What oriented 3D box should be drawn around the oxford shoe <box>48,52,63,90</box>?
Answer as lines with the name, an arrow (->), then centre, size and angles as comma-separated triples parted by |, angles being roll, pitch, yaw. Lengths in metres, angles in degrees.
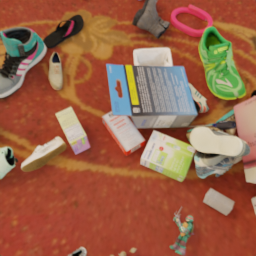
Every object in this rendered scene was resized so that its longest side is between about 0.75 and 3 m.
oxford shoe -> -2.617, -2.051, 10.059 | 0.500, 0.521, 1.413 | -7, 72, -21

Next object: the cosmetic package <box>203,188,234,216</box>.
cosmetic package -> 2.642, 2.163, 8.184 | 0.769, 0.411, 0.347 | 29, 46, 11

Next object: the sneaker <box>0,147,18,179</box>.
sneaker -> -4.047, 0.658, 8.613 | 1.051, 0.655, 1.781 | -33, 75, 13

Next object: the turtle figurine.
turtle figurine -> 1.511, 2.814, 7.701 | 0.589, 0.876, 1.170 | 17, 80, 4

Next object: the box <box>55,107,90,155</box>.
box -> -1.735, 0.101, 8.861 | 0.548, 0.997, 1.134 | -26, 68, -11

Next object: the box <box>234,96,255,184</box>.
box -> 4.154, 0.303, 7.907 | 1.308, 1.535, 2.401 | 14, 63, -29

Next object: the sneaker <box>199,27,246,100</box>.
sneaker -> 3.140, -2.262, 9.762 | 1.107, 1.248, 2.988 | -19, 63, 7

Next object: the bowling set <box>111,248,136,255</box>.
bowling set -> -0.091, 3.592, 7.491 | 0.834, 0.447, 0.580 | -21, 68, -4

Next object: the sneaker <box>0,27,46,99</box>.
sneaker -> -3.995, -2.421, 9.654 | 1.152, 1.664, 2.755 | 26, 70, 13

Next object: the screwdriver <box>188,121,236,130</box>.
screwdriver -> 2.466, -0.091, 8.468 | 0.270, 1.933, 0.281 | 35, 78, -22

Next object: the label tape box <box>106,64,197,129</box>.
label tape box -> 0.652, -1.032, 9.157 | 2.723, 0.862, 1.963 | -1, 62, -14

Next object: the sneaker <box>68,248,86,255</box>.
sneaker -> -1.562, 3.545, 7.518 | 0.910, 0.526, 0.342 | -38, 71, -16

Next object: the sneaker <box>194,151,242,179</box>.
sneaker -> 2.849, 1.010, 8.666 | 1.993, 0.860, 0.773 | -9, 24, -23

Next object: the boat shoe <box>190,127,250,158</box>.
boat shoe -> 2.549, 0.440, 7.972 | 0.611, 1.979, 0.720 | 15, 91, -29

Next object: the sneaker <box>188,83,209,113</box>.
sneaker -> 2.374, -1.022, 9.770 | 0.590, 0.444, 1.261 | -1, 53, -29

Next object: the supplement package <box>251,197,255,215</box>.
supplement package -> 4.423, 2.786, 7.452 | 1.271, 1.275, 2.173 | -6, 65, -3

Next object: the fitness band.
fitness band -> 2.551, -4.332, 11.336 | 1.707, 0.319, 1.226 | 33, 72, 15

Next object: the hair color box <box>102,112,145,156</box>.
hair color box -> -0.163, 0.100, 9.165 | 0.745, 0.449, 1.467 | -30, 70, -14

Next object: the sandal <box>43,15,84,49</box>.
sandal -> -2.514, -3.859, 11.014 | 0.740, 0.444, 1.972 | 40, 71, 17

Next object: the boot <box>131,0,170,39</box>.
boot -> 1.109, -4.443, 11.247 | 1.351, 0.716, 2.053 | 29, 64, 0

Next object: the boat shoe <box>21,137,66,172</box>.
boat shoe -> -2.707, 0.809, 8.828 | 1.511, 0.535, 0.524 | -32, 62, -17

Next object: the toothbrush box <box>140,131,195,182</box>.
toothbrush box -> 1.230, 0.879, 8.716 | 1.424, 0.613, 1.037 | 23, 66, 12

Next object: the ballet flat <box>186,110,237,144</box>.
ballet flat -> 2.955, 0.053, 9.137 | 2.138, 0.725, 0.805 | -25, 88, -5

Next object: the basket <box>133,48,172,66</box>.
basket -> 0.856, -2.257, 10.069 | 1.311, 0.809, 0.889 | -4, 65, -1

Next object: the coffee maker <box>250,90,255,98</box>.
coffee maker -> 4.905, -1.049, 9.678 | 0.958, 0.645, 0.920 | -24, 89, -9
